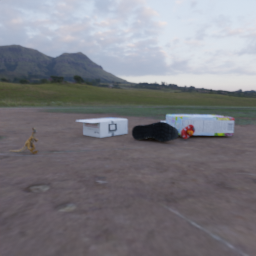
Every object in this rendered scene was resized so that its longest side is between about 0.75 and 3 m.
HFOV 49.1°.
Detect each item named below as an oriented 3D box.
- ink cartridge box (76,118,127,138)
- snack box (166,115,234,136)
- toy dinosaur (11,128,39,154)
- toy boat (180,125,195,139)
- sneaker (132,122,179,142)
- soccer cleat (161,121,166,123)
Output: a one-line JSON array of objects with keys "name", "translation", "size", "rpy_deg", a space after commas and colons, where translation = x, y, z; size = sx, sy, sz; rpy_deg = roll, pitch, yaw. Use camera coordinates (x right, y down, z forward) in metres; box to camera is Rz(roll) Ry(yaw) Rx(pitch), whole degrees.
[{"name": "ink cartridge box", "translation": [-1.372, -0.019, 14.666], "size": [1.421, 0.818, 2.453], "rpy_deg": [7, 10, 43]}, {"name": "snack box", "translation": [3.669, -0.185, 14.850], "size": [2.978, 1.008, 2.511], "rpy_deg": [0, 5, -3]}, {"name": "toy dinosaur", "translation": [-3.632, 0.628, 10.214], "size": [0.766, 1.442, 0.435], "rpy_deg": [49, 15, 25]}, {"name": "toy boat", "translation": [2.833, 0.213, 13.055], "size": [0.790, 0.515, 0.516], "rpy_deg": [-32, 22, -12]}, {"name": "sneaker", "translation": [1.380, 0.176, 12.936], "size": [2.316, 0.877, 1.014], "rpy_deg": [3, -2, 37]}, {"name": "soccer cleat", "translation": [2.634, -0.253, 18.303], "size": [1.381, 0.474, 0.588], "rpy_deg": [0, 14, 26]}]
